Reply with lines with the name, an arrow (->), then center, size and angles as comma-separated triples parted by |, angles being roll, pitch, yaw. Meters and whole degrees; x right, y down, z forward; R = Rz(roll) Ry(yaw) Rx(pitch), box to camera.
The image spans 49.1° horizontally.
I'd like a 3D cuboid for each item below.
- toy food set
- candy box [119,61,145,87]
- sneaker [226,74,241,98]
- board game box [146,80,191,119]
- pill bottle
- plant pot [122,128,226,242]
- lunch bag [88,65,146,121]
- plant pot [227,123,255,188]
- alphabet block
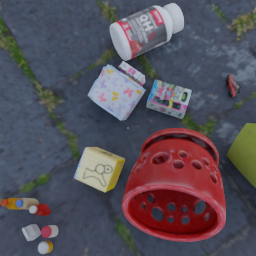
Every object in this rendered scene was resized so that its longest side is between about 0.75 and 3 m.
toy food set -> -2.617, 2.516, 7.585 | 0.861, 0.812, 1.804 | -38, 68, 1
candy box -> 0.143, -1.771, 9.222 | 0.879, 0.600, 0.268 | 36, 88, 12
sneaker -> 3.497, -1.412, 9.290 | 0.397, 0.287, 0.813 | -8, 75, -2
board game box -> 1.308, -0.934, 9.006 | 1.225, 0.394, 0.904 | 18, 66, 7
pill bottle -> 0.649, -3.269, 9.358 | 2.280, 1.262, 1.262 | -27, 74, -8
plant pot -> 1.185, 1.335, 7.162 | 2.391, 2.391, 2.177 | 11, 45, 3
lunch bag -> -0.375, -1.119, 8.734 | 1.441, 0.916, 1.222 | 34, 100, 6
plant pot -> 4.110, 0.953, 7.742 | 2.423, 2.267, 2.267 | 33, 75, 23
alphabet block -> -0.778, 1.136, 7.894 | 0.982, 0.964, 0.959 | 22, 94, 13
